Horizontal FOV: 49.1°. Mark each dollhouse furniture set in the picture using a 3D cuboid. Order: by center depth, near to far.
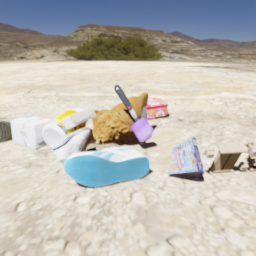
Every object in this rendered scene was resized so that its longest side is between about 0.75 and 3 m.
[{"bbox_3d":[2.918,0.698,8.451,2.170,1.125,0.961,-2,48,-8],"label":"dollhouse furniture set"}]

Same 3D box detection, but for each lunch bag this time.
[{"bbox_3d":[1.048,-1.032,14.863,1.729,0.804,1.963,-10,20,-15],"label":"lunch bag"}]

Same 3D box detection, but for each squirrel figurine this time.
[{"bbox_3d":[-0.542,-0.317,11.080,2.358,1.788,2.526,-1,15,23],"label":"squirrel figurine"}]

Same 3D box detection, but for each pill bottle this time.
[{"bbox_3d":[-2.334,-0.051,10.825,1.056,1.056,1.932,7,31,22],"label":"pill bottle"}]

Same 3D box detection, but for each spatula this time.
[{"bbox_3d":[0.146,-0.526,9.579,0.643,2.276,0.234,-34,27,-4],"label":"spatula"}]

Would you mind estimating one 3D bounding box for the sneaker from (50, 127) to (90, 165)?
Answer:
[{"bbox_3d":[-1.841,0.564,9.506,0.734,0.773,1.921,-25,8,31],"label":"sneaker"}]

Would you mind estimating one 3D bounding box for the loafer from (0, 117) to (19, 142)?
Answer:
[{"bbox_3d":[-4.924,0.028,11.412,2.475,0.936,0.845,-1,12,-37],"label":"loafer"}]

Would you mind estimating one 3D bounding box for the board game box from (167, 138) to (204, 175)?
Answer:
[{"bbox_3d":[1.566,0.937,8.125,0.329,1.066,1.065,17,-36,-40],"label":"board game box"}]

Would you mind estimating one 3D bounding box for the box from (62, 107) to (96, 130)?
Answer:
[{"bbox_3d":[-1.782,-0.362,10.253,0.502,0.418,1.222,-19,7,41],"label":"box"}]

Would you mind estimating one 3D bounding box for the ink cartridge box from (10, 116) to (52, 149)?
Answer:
[{"bbox_3d":[-3.690,0.143,10.842,1.302,0.942,0.959,10,20,29],"label":"ink cartridge box"}]

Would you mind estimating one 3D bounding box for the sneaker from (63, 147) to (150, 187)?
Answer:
[{"bbox_3d":[-0.664,1.060,8.120,2.471,0.945,0.998,3,14,-26],"label":"sneaker"}]

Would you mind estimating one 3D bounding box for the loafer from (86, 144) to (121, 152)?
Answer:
[{"bbox_3d":[-0.852,0.828,9.567,1.352,0.514,0.456,-2,19,23],"label":"loafer"}]
